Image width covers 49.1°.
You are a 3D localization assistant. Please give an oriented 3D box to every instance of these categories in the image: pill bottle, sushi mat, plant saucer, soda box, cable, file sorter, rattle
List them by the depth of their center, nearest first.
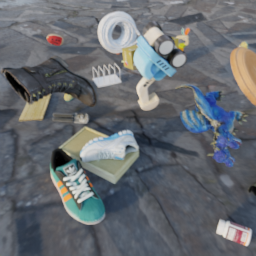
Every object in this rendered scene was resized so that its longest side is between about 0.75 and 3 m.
[{"bbox_3d":[3.454,-1.398,7.594,1.836,0.296,1.836,19,58,-33],"label":"plant saucer"},{"bbox_3d":[2.911,2.876,7.739,0.832,0.475,0.475,16,41,19],"label":"pill bottle"},{"bbox_3d":[0.850,-2.766,10.252,2.080,0.704,0.666,-22,31,-23],"label":"soda box"},{"bbox_3d":[2.420,-3.864,12.623,0.687,1.055,0.754,35,68,-1],"label":"rattle"},{"bbox_3d":[-4.242,-0.970,12.886,1.023,0.129,2.139,-1,38,-1],"label":"sushi mat"},{"bbox_3d":[-0.506,-4.494,13.201,1.891,1.892,0.655,-36,40,-8],"label":"cable"},{"bbox_3d":[-1.117,-2.777,14.638,1.298,0.808,0.901,-15,41,-19],"label":"file sorter"}]

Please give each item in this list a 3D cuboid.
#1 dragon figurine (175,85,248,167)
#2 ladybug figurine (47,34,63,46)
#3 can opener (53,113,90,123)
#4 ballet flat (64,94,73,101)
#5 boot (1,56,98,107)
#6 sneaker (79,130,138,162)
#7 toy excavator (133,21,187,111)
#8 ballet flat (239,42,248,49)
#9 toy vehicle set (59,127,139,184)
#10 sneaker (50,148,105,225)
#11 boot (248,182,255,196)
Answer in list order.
[{"bbox_3d":[1.815,-0.360,6.625,1.383,0.819,2.782,-7,50,-38],"label":"dragon figurine"},{"bbox_3d":[-3.142,-3.767,12.075,0.784,0.532,0.282,5,59,-45],"label":"ladybug figurine"},{"bbox_3d":[-2.448,-0.438,12.117,1.546,0.412,0.517,3,6,5],"label":"can opener"},{"bbox_3d":[-2.735,-1.883,13.757,0.529,0.529,1.497,12,40,15],"label":"ballet flat"},{"bbox_3d":[-2.480,-1.254,9.163,2.599,0.900,2.262,40,39,5],"label":"boot"},{"bbox_3d":[-0.595,0.786,9.676,2.148,0.805,0.931,-20,50,-21],"label":"sneaker"},{"bbox_3d":[0.751,-1.832,9.110,2.286,2.351,1.174,28,28,-44],"label":"toy excavator"},{"bbox_3d":[3.743,-2.569,9.352,0.308,0.870,0.308,-1,82,7],"label":"ballet flat"},{"bbox_3d":[-1.090,0.907,10.333,2.567,0.340,1.595,22,43,26],"label":"toy vehicle set"},{"bbox_3d":[-1.708,1.717,8.661,1.018,1.139,2.851,-26,45,-29],"label":"sneaker"},{"bbox_3d":[5.169,2.057,8.576,1.680,0.941,2.429,-32,35,-28],"label":"boot"}]
